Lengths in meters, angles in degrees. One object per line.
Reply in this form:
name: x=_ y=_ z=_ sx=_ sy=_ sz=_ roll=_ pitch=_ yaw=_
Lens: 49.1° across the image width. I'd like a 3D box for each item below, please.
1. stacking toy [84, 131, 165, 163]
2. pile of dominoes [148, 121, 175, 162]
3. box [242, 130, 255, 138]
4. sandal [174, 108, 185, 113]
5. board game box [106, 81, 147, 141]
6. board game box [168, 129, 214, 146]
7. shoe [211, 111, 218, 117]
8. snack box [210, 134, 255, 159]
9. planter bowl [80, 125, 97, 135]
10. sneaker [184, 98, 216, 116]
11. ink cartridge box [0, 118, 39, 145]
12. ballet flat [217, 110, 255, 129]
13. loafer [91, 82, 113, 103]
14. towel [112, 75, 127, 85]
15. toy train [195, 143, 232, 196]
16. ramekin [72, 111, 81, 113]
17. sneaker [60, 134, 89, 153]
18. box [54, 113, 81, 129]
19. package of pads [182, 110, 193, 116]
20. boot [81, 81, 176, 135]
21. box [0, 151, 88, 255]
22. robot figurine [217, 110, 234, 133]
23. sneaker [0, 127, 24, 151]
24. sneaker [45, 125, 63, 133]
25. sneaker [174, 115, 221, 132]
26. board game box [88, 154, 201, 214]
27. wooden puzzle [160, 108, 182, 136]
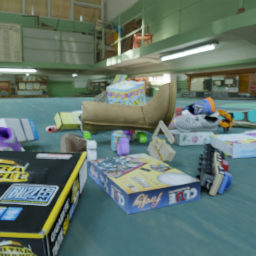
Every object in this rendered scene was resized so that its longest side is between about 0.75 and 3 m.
stacking toy: x=-0.259 y=0.547 z=8.553 sx=2.092 sy=0.652 sz=2.775 roll=-1 pitch=6 yaw=-12
pile of dominoes: x=0.877 y=0.472 z=7.233 sx=0.192 sy=0.940 sz=1.206 roll=19 pitch=21 yaw=-18
box: x=4.736 y=0.242 z=10.321 sx=0.868 sy=0.248 sz=1.269 roll=-9 pitch=0 yaw=41
sandal: x=3.276 y=-0.735 z=16.145 sx=1.728 sy=0.706 sz=0.472 roll=-20 pitch=-24 yaw=34
board game box: x=0.007 y=-0.678 z=10.648 sx=1.016 sy=1.973 sz=1.035 roll=14 pitch=31 yaw=43
board game box: x=2.286 y=0.330 z=10.345 sx=1.359 sy=0.437 sz=1.003 roll=-1 pitch=8 yaw=-17
shoe: x=5.125 y=-0.623 z=15.555 sx=0.957 sy=0.730 sz=2.737 roll=-6 pitch=11 yaw=-34
snack box: x=3.426 y=0.538 z=8.785 sx=1.216 sy=0.488 sz=1.442 roll=-3 pitch=8 yaw=-11
planter bowl: x=-1.679 y=-0.068 z=11.860 sx=0.813 sy=0.813 sz=0.547 roll=3 pitch=17 yaw=21
sneaker: x=3.317 y=-0.841 z=14.434 sx=1.132 sy=1.087 sz=2.885 roll=-11 pitch=-11 yaw=-14
ink cartridge box: x=-3.652 y=0.239 z=8.270 sx=1.281 sy=0.751 sz=1.749 roll=-16 pitch=-2 yaw=6
ballet flat: x=5.800 y=-0.388 z=13.754 sx=2.718 sy=0.944 sz=0.944 roll=4 pitch=10 yaw=25
loafer: x=-1.372 y=-1.296 z=13.909 sx=0.927 sy=2.660 sz=1.000 roll=43 pitch=17 yaw=10
towel: x=-0.381 y=-1.945 z=11.779 sx=0.098 sy=0.620 sz=0.863 roll=29 pitch=-8 yaw=-32
toy train: x=2.001 y=0.901 z=6.543 sx=0.676 sy=0.504 sz=2.952 roll=22 pitch=14 yaw=13
ramekin: x=-2.393 y=-0.573 z=15.522 sx=1.386 sy=0.646 sz=1.386 roll=0 pitch=9 yaw=0
sneaker: x=-1.437 y=0.549 z=7.719 sx=0.800 sy=0.746 sz=2.117 roll=1 pitch=13 yaw=-9
box: x=-2.469 y=-0.333 z=13.043 sx=1.764 sy=0.664 sz=0.442 roll=-3 pitch=-32 yaw=-40
package of pads: x=2.619 y=-0.426 z=13.301 sx=0.934 sy=0.319 sz=0.722 roll=-23 pitch=-44 yaw=40
boot: x=-0.056 y=-0.544 z=8.680 sx=2.803 sy=2.454 sz=0.927 roll=4 pitch=53 yaw=-3
box: x=-2.101 y=1.009 z=4.064 sx=2.664 sy=0.657 sz=2.127 roll=1 pitch=21 yaw=4
robot figurine: x=4.099 y=-0.319 z=11.902 sx=0.365 sy=0.908 sz=1.253 roll=23 pitch=1 yaw=43
sneaker: x=-3.038 y=0.618 z=5.933 sx=0.863 sy=0.949 sz=2.146 roll=6 pitch=25 yaw=11
sneaker: x=-3.253 y=0.040 z=12.645 sx=0.892 sy=0.298 sz=0.478 roll=-8 pitch=8 yaw=-21
sneaker: x=2.465 y=-0.275 z=9.986 sx=1.694 sy=0.633 sz=0.694 roll=-1 pitch=-30 yaw=-12
board game box: x=0.201 y=1.038 z=5.839 sx=1.503 sy=0.384 sz=2.218 roll=-4 pitch=10 yaw=-24
wooden puzzle: x=1.744 y=-0.325 z=12.603 sx=1.377 sy=0.163 sz=2.321 roll=-12 pitch=27 yaw=17
